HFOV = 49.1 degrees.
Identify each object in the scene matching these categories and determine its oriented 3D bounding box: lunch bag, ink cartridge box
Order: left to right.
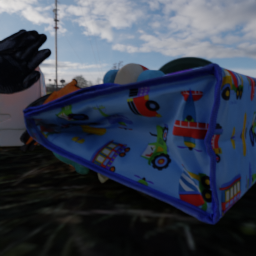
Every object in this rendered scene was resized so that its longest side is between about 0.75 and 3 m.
[{"bbox_3d":[-3.106,-0.583,7.192,1.877,1.868,2.583,-1,6,-14],"label":"ink cartridge box"},{"bbox_3d":[0.193,0.010,3.832,2.850,1.341,2.146,3,6,36],"label":"lunch bag"}]

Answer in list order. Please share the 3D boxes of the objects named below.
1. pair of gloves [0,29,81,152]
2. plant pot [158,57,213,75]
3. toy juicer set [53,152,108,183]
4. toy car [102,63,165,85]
[{"bbox_3d":[-1.953,-0.724,5.689,0.274,2.214,1.973,9,54,40],"label":"pair of gloves"},{"bbox_3d":[1.834,-0.753,8.624,2.360,2.360,1.581,1,-21,6],"label":"plant pot"},{"bbox_3d":[-0.647,0.369,4.544,1.887,0.514,1.201,33,21,34],"label":"toy juicer set"},{"bbox_3d":[0.657,-0.526,7.154,2.177,1.926,2.007,5,7,-32],"label":"toy car"}]
